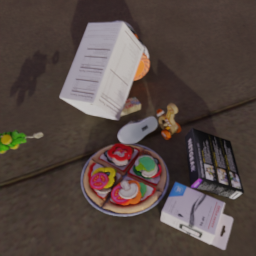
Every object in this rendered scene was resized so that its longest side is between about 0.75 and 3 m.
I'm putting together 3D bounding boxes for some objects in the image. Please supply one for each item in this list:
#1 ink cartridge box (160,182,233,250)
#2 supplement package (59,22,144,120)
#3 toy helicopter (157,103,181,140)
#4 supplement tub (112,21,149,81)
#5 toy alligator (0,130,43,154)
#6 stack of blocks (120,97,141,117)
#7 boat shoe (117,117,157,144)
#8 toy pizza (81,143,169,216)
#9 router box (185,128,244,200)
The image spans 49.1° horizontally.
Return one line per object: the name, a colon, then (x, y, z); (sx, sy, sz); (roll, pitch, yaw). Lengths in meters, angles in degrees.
ink cartridge box: (1.958, 2.411, 7.766); (1.852, 0.628, 1.074); (21, 51, 18)
supplement package: (-0.891, -2.015, 10.064); (1.630, 1.693, 2.976); (12, 77, 33)
toy helicopter: (1.366, -0.385, 9.661); (0.631, 1.600, 1.058); (-31, 68, -19)
supplement tub: (-0.132, -3.397, 12.392); (1.664, 1.664, 2.716); (-14, 49, -13)
toy alligator: (-3.667, 0.327, 8.843); (1.965, 0.583, 0.533); (-20, 66, -1)
stack of blocks: (-0.125, -0.852, 10.969); (1.080, 0.316, 0.622); (-20, 51, -17)
boat shoe: (0.220, 0.061, 9.645); (0.628, 0.679, 1.838); (-10, 17, 47)
toy pizza: (-0.115, 1.420, 8.693); (2.746, 0.435, 2.746); (-2, 44, 2)
router box: (2.613, 1.064, 8.700); (1.518, 0.520, 2.035); (19, 43, -13)
